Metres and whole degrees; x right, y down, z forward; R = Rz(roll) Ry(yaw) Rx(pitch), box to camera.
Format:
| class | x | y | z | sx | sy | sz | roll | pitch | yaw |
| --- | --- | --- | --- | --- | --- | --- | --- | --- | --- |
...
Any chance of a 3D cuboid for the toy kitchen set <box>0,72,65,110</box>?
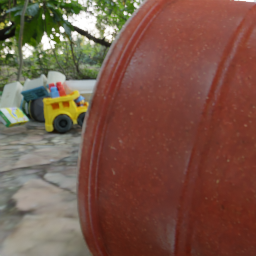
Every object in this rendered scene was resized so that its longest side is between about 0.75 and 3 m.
| class | x | y | z | sx | sy | sz | roll | pitch | yaw |
| --- | --- | --- | --- | --- | --- | --- | --- | --- | --- |
| toy kitchen set | -3.552 | -0.903 | 11.655 | 2.555 | 1.505 | 2.047 | -13 | -37 | 14 |

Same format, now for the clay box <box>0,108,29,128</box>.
| class | x | y | z | sx | sy | sz | roll | pitch | yaw |
| --- | --- | --- | --- | --- | --- | --- | --- | --- | --- |
| clay box | -3.890 | -0.364 | 9.493 | 0.265 | 0.640 | 1.113 | -41 | -3 | 11 |

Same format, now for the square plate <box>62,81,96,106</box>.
| class | x | y | z | sx | sy | sz | roll | pitch | yaw |
| --- | --- | --- | --- | --- | --- | --- | --- | --- | --- |
| square plate | -1.656 | -0.961 | 11.211 | 2.640 | 0.375 | 2.615 | -7 | -26 | -34 |

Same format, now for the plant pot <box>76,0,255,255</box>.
| class | x | y | z | sx | sy | sz | roll | pitch | yaw |
| --- | --- | --- | --- | --- | --- | --- | --- | --- | --- |
| plant pot | 1.372 | 0.340 | 1.975 | 2.416 | 2.484 | 2.484 | 16 | 17 | 31 |

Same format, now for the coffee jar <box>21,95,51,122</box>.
| class | x | y | z | sx | sy | sz | roll | pitch | yaw |
| --- | --- | --- | --- | --- | --- | --- | --- | --- | --- |
| coffee jar | -3.935 | -0.949 | 12.522 | 1.361 | 1.113 | 2.609 | -8 | 13 | -33 |

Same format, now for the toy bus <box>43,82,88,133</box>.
| class | x | y | z | sx | sy | sz | roll | pitch | yaw |
| --- | --- | --- | --- | --- | --- | --- | --- | --- | --- |
| toy bus | -2.056 | -0.773 | 9.564 | 1.735 | 1.665 | 1.177 | -12 | 10 | -19 |
